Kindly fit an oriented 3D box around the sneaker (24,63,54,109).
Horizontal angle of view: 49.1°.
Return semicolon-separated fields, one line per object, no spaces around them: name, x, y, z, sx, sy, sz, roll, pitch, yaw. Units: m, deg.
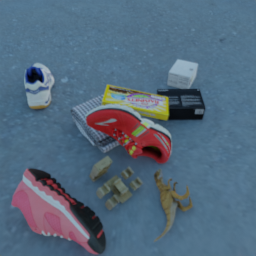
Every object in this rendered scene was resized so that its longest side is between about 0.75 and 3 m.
sneaker;-3.572;-2.038;11.213;1.075;1.259;2.856;-10;43;-12

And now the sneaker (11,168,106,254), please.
sneaker;-1.748;2.251;6.949;2.772;1.022;1.202;38;92;15

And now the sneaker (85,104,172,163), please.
sneaker;0.102;0.253;8.312;2.913;1.122;1.237;21;50;-18

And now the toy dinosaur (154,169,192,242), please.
toy dinosaur;1.144;2.049;7.464;1.098;0.625;2.068;-14;43;8

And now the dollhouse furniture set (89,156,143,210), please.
dollhouse furniture set;-0.459;1.560;7.937;1.105;0.838;1.261;-33;74;-30

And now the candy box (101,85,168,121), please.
candy box;0.267;-0.874;9.456;2.212;0.292;1.130;11;40;-2

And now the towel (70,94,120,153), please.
towel;-0.797;-0.276;9.609;1.702;0.879;2.055;-27;49;-25

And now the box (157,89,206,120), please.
box;1.911;-0.885;10.432;1.645;0.649;1.161;0;46;1

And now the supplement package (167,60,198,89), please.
supplement package;2.324;-2.266;11.901;0.928;0.661;1.192;18;46;18
